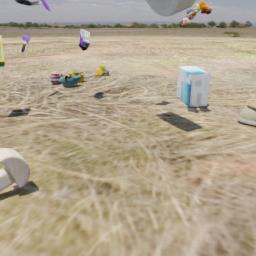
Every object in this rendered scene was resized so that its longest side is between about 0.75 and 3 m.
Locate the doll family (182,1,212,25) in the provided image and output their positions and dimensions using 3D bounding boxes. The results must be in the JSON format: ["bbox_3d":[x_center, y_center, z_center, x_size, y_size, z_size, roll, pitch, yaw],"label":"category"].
[{"bbox_3d":[1.751,-3.033,7.283,0.865,0.390,0.537,-25,31,11],"label":"doll family"}]

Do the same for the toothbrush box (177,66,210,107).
[{"bbox_3d":[2.214,-1.461,9.670,0.653,1.121,1.531,-2,22,-4],"label":"toothbrush box"}]

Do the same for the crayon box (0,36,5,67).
[{"bbox_3d":[-3.688,-2.092,7.618,0.515,0.867,0.253,-7,-18,-22],"label":"crayon box"}]

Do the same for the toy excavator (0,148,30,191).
[{"bbox_3d":[-2.824,0.881,3.920,1.085,2.173,2.113,26,77,46],"label":"toy excavator"}]

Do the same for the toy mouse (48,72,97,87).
[{"bbox_3d":[-2.789,-2.113,12.277,2.170,0.420,1.928,10,23,25],"label":"toy mouse"}]

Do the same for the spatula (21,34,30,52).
[{"bbox_3d":[-3.813,-3.111,10.322,0.100,0.275,0.974,-26,46,24],"label":"spatula"}]

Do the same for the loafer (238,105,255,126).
[{"bbox_3d":[3.738,-0.273,7.477,1.505,0.514,0.570,12,24,28],"label":"loafer"}]

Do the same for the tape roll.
[{"bbox_3d":[0.823,-3.240,5.971,0.552,1.578,1.578,-29,30,-16],"label":"tape roll"}]

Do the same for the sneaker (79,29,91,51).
[{"bbox_3d":[-1.523,-2.962,9.523,0.345,0.493,0.992,15,38,-24],"label":"sneaker"}]

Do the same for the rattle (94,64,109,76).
[{"bbox_3d":[-1.356,-2.856,14.541,0.670,0.735,1.029,29,0,-12],"label":"rattle"}]

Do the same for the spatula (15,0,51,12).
[{"bbox_3d":[-3.247,-4.314,9.659,0.211,0.581,2.055,-29,9,25],"label":"spatula"}]
